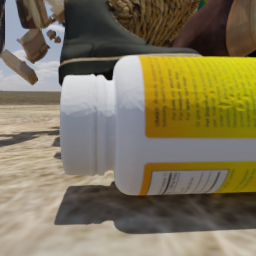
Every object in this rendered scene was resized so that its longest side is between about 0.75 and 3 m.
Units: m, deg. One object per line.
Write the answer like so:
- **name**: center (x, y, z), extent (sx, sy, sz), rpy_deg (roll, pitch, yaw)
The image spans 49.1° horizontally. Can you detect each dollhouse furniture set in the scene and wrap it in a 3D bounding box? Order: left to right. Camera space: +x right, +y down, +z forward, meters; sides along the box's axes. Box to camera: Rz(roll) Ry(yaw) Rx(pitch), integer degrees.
- **dollhouse furniture set**: center (-2.244, -2.164, 7.583), extent (0.905, 2.044, 1.060), rpy_deg (38, -15, 2)

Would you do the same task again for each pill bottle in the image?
- **pill bottle**: center (0.577, -0.024, 2.603), extent (2.273, 1.242, 1.242), rpy_deg (0, 6, -6)

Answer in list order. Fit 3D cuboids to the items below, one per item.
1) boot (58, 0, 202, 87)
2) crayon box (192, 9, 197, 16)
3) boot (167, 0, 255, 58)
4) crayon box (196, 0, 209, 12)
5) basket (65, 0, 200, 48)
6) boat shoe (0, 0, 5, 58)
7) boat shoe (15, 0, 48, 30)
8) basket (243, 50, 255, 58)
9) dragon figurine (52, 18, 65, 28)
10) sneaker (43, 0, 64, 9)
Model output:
- **boot**: center (0.005, -1.572, 4.736), extent (2.372, 1.641, 0.919), rpy_deg (-3, -17, -7)
- **crayon box**: center (2.218, -3.513, 10.289), extent (1.435, 2.416, 0.704), rpy_deg (33, 5, -12)
- **boot**: center (1.939, -2.750, 6.388), extent (2.485, 2.988, 1.081), rpy_deg (-13, -28, 43)
- **crayon box**: center (2.642, -3.413, 8.210), extent (1.155, 0.567, 1.945), rpy_deg (18, 19, 9)
- **basket**: center (-0.055, -2.828, 6.599), extent (2.068, 2.776, 1.981), rpy_deg (-25, -27, -25)
- **boat shoe**: center (-2.616, -2.382, 4.869), extent (0.907, 2.523, 0.817), rpy_deg (0, 0, -25)
- **boat shoe**: center (-2.510, -3.389, 6.483), extent (0.715, 2.208, 0.794), rpy_deg (-10, 32, 2)
- **basket**: center (3.664, -2.428, 7.872), extent (1.545, 2.164, 1.612), rpy_deg (34, 8, 1)
- **dragon figurine**: center (-2.062, -3.923, 9.307), extent (1.919, 0.954, 0.565), rpy_deg (0, 50, 13)
- **sneaker**: center (-1.363, -3.750, 8.061), extent (2.729, 1.044, 1.102), rpy_deg (16, 19, -8)
